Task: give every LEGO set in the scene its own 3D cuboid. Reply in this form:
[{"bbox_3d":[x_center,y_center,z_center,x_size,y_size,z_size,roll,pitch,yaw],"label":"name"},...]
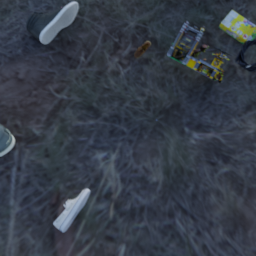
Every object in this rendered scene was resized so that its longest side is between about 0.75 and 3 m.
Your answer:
[{"bbox_3d":[2.399,-2.555,9.212,2.242,1.299,1.724,34,19,18],"label":"LEGO set"}]

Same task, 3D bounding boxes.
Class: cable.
[{"bbox_3d":[4.406,-2.561,9.770,1.000,0.311,1.226,30,81,26],"label":"cable"}]

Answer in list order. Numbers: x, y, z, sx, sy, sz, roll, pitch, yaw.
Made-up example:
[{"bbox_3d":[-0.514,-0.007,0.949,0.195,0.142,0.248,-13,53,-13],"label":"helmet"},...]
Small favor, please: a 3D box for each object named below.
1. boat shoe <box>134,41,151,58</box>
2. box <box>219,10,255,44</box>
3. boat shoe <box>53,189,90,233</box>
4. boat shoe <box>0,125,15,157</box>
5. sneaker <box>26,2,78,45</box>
[{"bbox_3d":[0.500,-2.847,10.195,0.276,0.768,0.259,45,22,-8],"label":"boat shoe"},{"bbox_3d":[4.343,-3.876,10.905,1.362,0.329,0.799,39,81,10],"label":"box"},{"bbox_3d":[-1.470,2.054,7.255,0.429,0.436,1.229,29,68,14],"label":"boat shoe"},{"bbox_3d":[-4.626,0.829,7.742,2.886,0.891,1.051,-35,64,-20],"label":"boat shoe"},{"bbox_3d":[-3.068,-4.432,11.159,1.192,0.850,2.404,31,66,13],"label":"sneaker"}]
